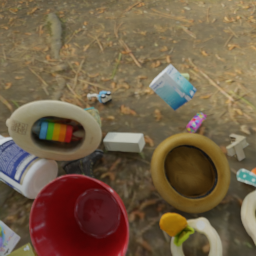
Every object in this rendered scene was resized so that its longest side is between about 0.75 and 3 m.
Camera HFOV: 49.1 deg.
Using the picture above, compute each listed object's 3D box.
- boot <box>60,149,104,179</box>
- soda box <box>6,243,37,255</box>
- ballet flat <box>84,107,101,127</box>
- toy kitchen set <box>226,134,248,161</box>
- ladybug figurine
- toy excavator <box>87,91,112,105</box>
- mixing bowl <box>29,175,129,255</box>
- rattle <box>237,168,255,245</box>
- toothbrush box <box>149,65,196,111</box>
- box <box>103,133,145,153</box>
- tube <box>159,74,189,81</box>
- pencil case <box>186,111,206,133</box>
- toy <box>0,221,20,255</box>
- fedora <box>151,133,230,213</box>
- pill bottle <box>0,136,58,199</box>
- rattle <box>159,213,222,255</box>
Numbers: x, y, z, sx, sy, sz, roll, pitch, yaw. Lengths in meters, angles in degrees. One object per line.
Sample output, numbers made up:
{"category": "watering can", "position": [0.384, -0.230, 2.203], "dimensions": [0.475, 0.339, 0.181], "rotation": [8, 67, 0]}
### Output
{"category": "boot", "position": [-1.169, 1.456, 8.536], "dimensions": [1.618, 0.560, 1.409], "rotation": [-18, 59, -35]}
{"category": "soda box", "position": [-1.979, 3.792, 5.930], "dimensions": [0.783, 0.829, 2.448], "rotation": [-25, 50, -23]}
{"category": "ballet flat", "position": [-2.196, 0.043, 9.225], "dimensions": [2.878, 1.017, 1.017], "rotation": [-15, 46, -28]}
{"category": "toy kitchen set", "position": [3.548, 0.698, 9.417], "dimensions": [0.750, 0.612, 0.677], "rotation": [-30, 18, -13]}
{"category": "ladybug figurine", "position": [-1.997, 0.013, 7.737], "dimensions": [2.518, 1.710, 0.906], "rotation": [14, 20, -19]}
{"category": "toy excavator", "position": [-1.139, -1.253, 11.245], "dimensions": [0.770, 0.396, 0.792], "rotation": [-31, 44, -22]}
{"category": "mixing bowl", "position": [-0.966, 2.234, 6.801], "dimensions": [2.417, 2.417, 1.309], "rotation": [16, 5, 16]}
{"category": "rattle", "position": [3.805, 1.710, 7.376], "dimensions": [1.729, 1.897, 2.655], "rotation": [-9, 49, 21]}
{"category": "toothbrush box", "position": [1.630, -1.451, 10.256], "dimensions": [1.367, 1.001, 0.583], "rotation": [41, 50, -8]}
{"category": "box", "position": [-0.134, 0.477, 9.288], "dimensions": [1.273, 0.435, 0.523], "rotation": [3, 37, 25]}
{"category": "tube", "position": [1.945, -2.147, 12.073], "dimensions": [1.354, 0.351, 0.393], "rotation": [-6, 89, -13]}
{"category": "pencil case", "position": [2.487, -0.202, 10.229], "dimensions": [0.403, 0.403, 0.912], "rotation": [28, 54, 25]}
{"category": "toy", "position": [-3.217, 2.423, 6.389], "dimensions": [0.360, 1.526, 0.879], "rotation": [-25, 23, 40]}
{"category": "fedora", "position": [1.734, 1.267, 8.084], "dimensions": [2.285, 0.932, 2.285], "rotation": [0, 82, 1]}
{"category": "pill bottle", "position": [-3.343, 1.046, 8.357], "dimensions": [2.272, 1.262, 1.262], "rotation": [24, 50, 22]}
{"category": "rattle", "position": [1.496, 2.962, 6.180], "dimensions": [1.274, 1.398, 1.957], "rotation": [-11, 58, 10]}
